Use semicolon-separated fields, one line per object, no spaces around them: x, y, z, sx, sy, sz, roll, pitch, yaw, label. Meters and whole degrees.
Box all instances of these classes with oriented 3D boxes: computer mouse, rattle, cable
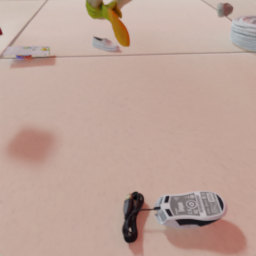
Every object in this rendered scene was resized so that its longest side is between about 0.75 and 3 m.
0.843;1.583;5.145;1.899;0.417;1.041;-4;32;4;computer mouse
0.098;-1.661;3.618;0.840;0.766;1.176;37;49;23;rattle
6.084;-4.272;12.527;2.932;1.015;2.932;1;36;4;cable

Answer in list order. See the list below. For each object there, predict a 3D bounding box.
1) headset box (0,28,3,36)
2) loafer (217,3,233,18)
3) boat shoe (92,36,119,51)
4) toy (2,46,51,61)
-3.993;-2.492;7.398;0.866;0.450;1.164;0;35;17;headset box
3.366;-4.104;9.691;0.497;0.498;1.425;-1;25;26;loafer
-1.008;-3.682;12.180;1.385;0.453;0.509;17;40;22;boat shoe
-4.014;-2.982;11.282;1.723;0.407;0.992;-6;34;-6;toy
